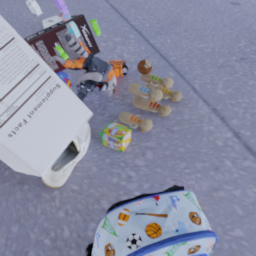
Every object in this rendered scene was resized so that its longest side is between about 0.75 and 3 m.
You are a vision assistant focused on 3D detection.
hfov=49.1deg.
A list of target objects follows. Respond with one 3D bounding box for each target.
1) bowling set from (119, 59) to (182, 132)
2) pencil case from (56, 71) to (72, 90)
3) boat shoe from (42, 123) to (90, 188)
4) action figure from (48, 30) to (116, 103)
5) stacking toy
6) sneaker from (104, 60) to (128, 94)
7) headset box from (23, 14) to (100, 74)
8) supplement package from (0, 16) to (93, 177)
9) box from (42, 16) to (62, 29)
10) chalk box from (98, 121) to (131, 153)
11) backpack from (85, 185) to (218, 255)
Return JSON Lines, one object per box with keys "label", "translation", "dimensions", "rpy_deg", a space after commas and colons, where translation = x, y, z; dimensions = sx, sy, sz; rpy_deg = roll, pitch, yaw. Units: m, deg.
{"label": "bowling set", "translation": [0.819, -1.190, 9.092], "dimensions": [1.379, 1.788, 2.569], "rpy_deg": [21, 50, 20]}
{"label": "pencil case", "translation": [-2.573, -0.713, 8.925], "dimensions": [1.274, 1.145, 2.934], "rpy_deg": [-1, 42, 0]}
{"label": "boat shoe", "translation": [-1.543, 0.523, 7.655], "dimensions": [0.823, 0.805, 2.323], "rpy_deg": [24, 47, -6]}
{"label": "action figure", "translation": [-0.883, -1.199, 5.898], "dimensions": [1.472, 0.796, 1.521], "rpy_deg": [32, 53, -21]}
{"label": "stacking toy", "translation": [-1.025, -1.870, 4.791], "dimensions": [0.916, 1.215, 0.285], "rpy_deg": [-41, 46, -13]}
{"label": "sneaker", "translation": [-0.498, -2.093, 10.730], "dimensions": [1.200, 0.831, 2.142], "rpy_deg": [-12, 43, -12]}
{"label": "headset box", "translation": [-2.443, -2.094, 7.875], "dimensions": [2.845, 1.067, 2.115], "rpy_deg": [-28, 26, -7]}
{"label": "supplement package", "translation": [-1.997, -0.483, 4.432], "dimensions": [1.389, 2.291, 1.372], "rpy_deg": [-5, 43, 52]}
{"label": "box", "translation": [-3.787, -5.313, 14.530], "dimensions": [0.895, 0.588, 0.900], "rpy_deg": [32, 51, 31]}
{"label": "chalk box", "translation": [-0.434, 0.224, 8.314], "dimensions": [0.915, 0.566, 0.569], "rpy_deg": [20, 45, 20]}
{"label": "backpack", "translation": [0.437, 2.142, 4.863], "dimensions": [2.389, 2.276, 1.840], "rpy_deg": [-16, 44, -18]}
